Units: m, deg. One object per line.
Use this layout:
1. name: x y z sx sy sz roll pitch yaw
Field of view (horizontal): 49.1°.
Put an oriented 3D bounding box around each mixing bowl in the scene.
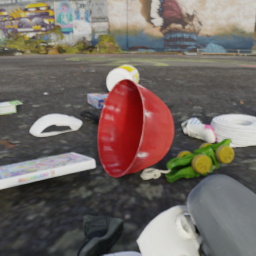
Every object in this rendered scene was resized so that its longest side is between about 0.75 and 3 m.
1. mixing bowl: 0.275 0.072 6.933 1.275 2.355 2.355 9 13 -28

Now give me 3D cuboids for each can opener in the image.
1. can opener: 0.892 1.691 1.357 0.798 1.000 2.992 -8 56 -22

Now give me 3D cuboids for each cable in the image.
1. cable: 3.574 0.029 9.093 1.808 0.626 1.808 -2 19 -5

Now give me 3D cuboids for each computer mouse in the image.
1. computer mouse: -2.165 -0.239 9.978 2.626 0.576 1.440 -12 23 -32

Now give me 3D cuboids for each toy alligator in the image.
1. toy alligator: 1.493 0.911 6.628 2.603 0.625 0.863 -18 9 -19

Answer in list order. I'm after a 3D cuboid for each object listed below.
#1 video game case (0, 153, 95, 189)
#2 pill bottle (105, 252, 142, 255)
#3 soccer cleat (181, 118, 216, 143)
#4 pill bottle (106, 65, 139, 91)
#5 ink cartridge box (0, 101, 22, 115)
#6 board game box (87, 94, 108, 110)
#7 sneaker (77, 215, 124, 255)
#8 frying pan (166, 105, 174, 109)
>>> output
1. video game case: -2.121 0.927 6.164 2.370 0.213 1.697 -10 5 -27
2. pill bottle: -0.394 1.885 2.294 2.561 1.452 1.452 -5 19 -13
3. soccer cleat: 2.237 0.144 9.047 0.724 0.586 1.677 -17 18 -3
4. pill bottle: -0.315 -2.657 15.730 1.490 1.490 2.727 4 19 11
5. ink cartridge box: -5.283 -0.858 12.138 1.239 0.368 0.643 -16 24 -39
6. board game box: -1.243 -1.362 13.502 1.476 0.455 1.476 -15 25 -38
7. sneaker: -0.575 1.732 4.406 0.638 0.426 1.115 7 17 24
8. frying pan: 0.864 -0.625 11.467 1.405 0.378 2.322 10 19 26
